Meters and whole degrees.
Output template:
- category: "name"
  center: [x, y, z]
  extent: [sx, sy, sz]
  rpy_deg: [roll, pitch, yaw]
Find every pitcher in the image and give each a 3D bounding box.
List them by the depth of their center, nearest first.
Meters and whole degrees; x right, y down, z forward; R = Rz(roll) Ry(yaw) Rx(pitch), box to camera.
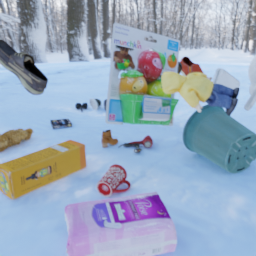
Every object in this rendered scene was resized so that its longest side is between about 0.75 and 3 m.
- category: "pitcher"
  center: [5.052, -1.737, 10.476]
  extent: [1.401, 1.983, 2.312]
  rpy_deg: [31, -7, 22]

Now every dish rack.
- category: "dish rack"
  center: [3.152, -1.342, 8.933]
  extent: [1.055, 0.905, 0.230]
  rpy_deg: [29, -15, -21]

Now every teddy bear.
- category: "teddy bear"
  center: [-5.109, 0.378, 12.099]
  extent: [1.590, 0.732, 2.194]
  rpy_deg: [11, 22, 36]

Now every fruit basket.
- category: "fruit basket"
  center: [0.589, -1.433, 8.326]
  extent: [2.578, 2.783, 1.304]
  rpy_deg: [2, 11, -35]

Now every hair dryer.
- category: "hair dryer"
  center: [0.471, 0.590, 11.920]
  extent: [1.597, 0.434, 1.216]
  rpy_deg: [-17, 24, -42]

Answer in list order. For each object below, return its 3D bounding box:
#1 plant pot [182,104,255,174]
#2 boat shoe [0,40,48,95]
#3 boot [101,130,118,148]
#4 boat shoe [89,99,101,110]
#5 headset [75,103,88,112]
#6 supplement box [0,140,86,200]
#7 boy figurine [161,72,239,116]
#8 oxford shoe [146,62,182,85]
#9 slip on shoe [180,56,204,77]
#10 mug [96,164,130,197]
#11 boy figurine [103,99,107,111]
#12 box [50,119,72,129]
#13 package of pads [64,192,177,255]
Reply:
- category: "plant pot"
  center: [3.420, 0.456, 10.124]
  extent: [2.103, 2.103, 2.060]
  rpy_deg: [-8, 28, -23]
- category: "boat shoe"
  center: [-3.096, -1.890, 8.277]
  extent: [0.724, 1.975, 0.736]
  rpy_deg: [-38, 10, 27]
- category: "boot"
  center: [-0.784, 0.400, 12.006]
  extent: [0.937, 0.727, 0.359]
  rpy_deg: [-16, 24, -39]
- category: "boat shoe"
  center: [-2.055, -1.634, 18.045]
  extent: [0.677, 0.689, 1.910]
  rpy_deg: [-9, 18, -14]
- category: "headset"
  center: [-2.928, -1.281, 17.637]
  extent: [0.783, 0.596, 1.268]
  rpy_deg: [-3, 4, -12]
- category: "supplement box"
  center: [-2.724, 1.251, 9.171]
  extent: [0.977, 0.945, 2.840]
  rpy_deg: [14, 23, 37]
- category: "boy figurine"
  center: [1.703, -0.877, 6.876]
  extent: [1.902, 0.613, 1.183]
  rpy_deg: [16, 56, 6]
- category: "oxford shoe"
  center: [0.717, -1.409, 9.863]
  extent: [2.727, 0.991, 1.151]
  rpy_deg: [-27, 51, 20]
- category: "slip on shoe"
  center: [2.932, -2.467, 12.380]
  extent: [0.822, 0.679, 2.218]
  rpy_deg: [-7, 42, -24]
- category: "mug"
  center: [-0.425, 1.634, 8.554]
  extent: [0.863, 0.649, 0.973]
  rpy_deg: [6, 23, 23]
- category: "boy figurine"
  center: [-0.347, -1.145, 16.326]
  extent: [1.693, 0.877, 2.723]
  rpy_deg: [-15, 25, -29]
- category: "box"
  center: [-3.503, -0.221, 14.620]
  extent: [0.969, 0.243, 0.976]
  rpy_deg: [-8, 21, -20]
- category: "package of pads"
  center: [-0.224, 2.247, 6.310]
  extent: [2.362, 0.894, 1.423]
  rpy_deg: [-4, 22, -13]
